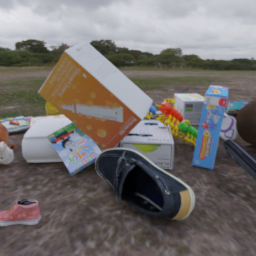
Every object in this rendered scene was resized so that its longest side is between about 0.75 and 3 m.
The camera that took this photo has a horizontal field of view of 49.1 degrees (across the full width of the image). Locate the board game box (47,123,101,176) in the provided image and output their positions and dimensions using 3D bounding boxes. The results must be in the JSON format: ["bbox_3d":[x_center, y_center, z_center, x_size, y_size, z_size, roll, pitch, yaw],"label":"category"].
[{"bbox_3d":[-1.429,0.493,7.531,0.979,0.237,1.295,-31,66,-18],"label":"board game box"}]

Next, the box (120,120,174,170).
[{"bbox_3d":[0.607,0.426,8.820,1.514,0.780,2.596,2,16,5],"label":"box"}]

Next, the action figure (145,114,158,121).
[{"bbox_3d":[0.745,-0.324,12.293,1.180,0.409,0.768,-4,27,13],"label":"action figure"}]

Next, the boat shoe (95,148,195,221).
[{"bbox_3d":[0.085,1.071,5.831,0.841,1.008,2.701,7,10,-44],"label":"boat shoe"}]

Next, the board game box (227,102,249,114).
[{"bbox_3d":[5.967,-0.970,13.962,1.870,0.421,1.422,4,-4,16],"label":"board game box"}]

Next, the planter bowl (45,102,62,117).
[{"bbox_3d":[-3.071,-0.934,12.149,1.608,1.608,0.670,8,-14,27],"label":"planter bowl"}]

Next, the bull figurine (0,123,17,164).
[{"bbox_3d":[-4.203,0.230,8.385,0.917,1.709,2.816,-43,22,-12],"label":"bull figurine"}]

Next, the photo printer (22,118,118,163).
[{"bbox_3d":[-1.677,0.312,8.920,2.737,0.950,2.277,-1,16,-3],"label":"photo printer"}]

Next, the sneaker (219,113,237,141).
[{"bbox_3d":[3.613,-0.066,10.432,0.743,0.988,1.984,-26,32,14],"label":"sneaker"}]

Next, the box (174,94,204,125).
[{"bbox_3d":[2.943,-0.925,13.262,1.230,1.109,2.188,-1,15,-3],"label":"box"}]

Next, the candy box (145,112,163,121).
[{"bbox_3d":[1.048,-0.570,13.511,2.292,0.303,1.172,-2,11,-8],"label":"candy box"}]

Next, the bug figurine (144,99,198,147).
[{"bbox_3d":[1.359,-0.334,9.744,2.188,0.726,2.822,37,-4,-23],"label":"bug figurine"}]

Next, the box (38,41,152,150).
[{"bbox_3d":[-0.830,-0.810,7.434,2.454,1.526,1.196,41,33,-6],"label":"box"}]

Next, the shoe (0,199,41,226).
[{"bbox_3d":[-2.134,1.568,5.271,0.946,0.430,0.338,0,15,0],"label":"shoe"}]

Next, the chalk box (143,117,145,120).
[{"bbox_3d":[-0.407,-0.390,10.871,2.153,1.339,1.333,-3,16,-14],"label":"chalk box"}]

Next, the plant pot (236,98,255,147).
[{"bbox_3d":[4.826,-0.198,8.467,2.717,2.717,2.907,-7,0,-24],"label":"plant pot"}]

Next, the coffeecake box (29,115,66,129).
[{"bbox_3d":[-3.032,-0.049,10.754,1.319,0.482,1.013,-7,27,-12],"label":"coffeecake box"}]

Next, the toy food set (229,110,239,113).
[{"bbox_3d":[5.973,-0.649,12.776,1.564,0.387,2.460,8,-6,-33],"label":"toy food set"}]

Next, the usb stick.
[{"bbox_3d":[2.834,1.038,5.926,0.656,0.386,2.365,38,13,-34],"label":"usb stick"}]

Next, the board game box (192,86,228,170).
[{"bbox_3d":[2.478,-0.114,8.345,0.578,2.069,2.026,12,17,17],"label":"board game box"}]

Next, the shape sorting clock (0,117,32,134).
[{"bbox_3d":[-4.889,-0.159,11.747,2.158,0.423,2.158,0,15,0],"label":"shape sorting clock"}]
